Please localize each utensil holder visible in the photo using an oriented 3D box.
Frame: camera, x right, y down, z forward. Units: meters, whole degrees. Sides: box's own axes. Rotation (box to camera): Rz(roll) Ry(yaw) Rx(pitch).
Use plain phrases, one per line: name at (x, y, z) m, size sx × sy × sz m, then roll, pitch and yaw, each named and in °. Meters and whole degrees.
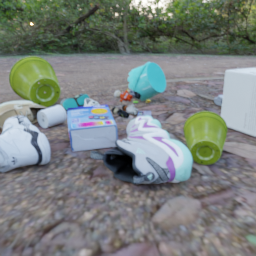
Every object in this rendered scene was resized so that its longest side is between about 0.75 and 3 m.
utensil holder at (-2.856, -0.409, 10.468) m, size 0.712 × 0.712 × 0.838 m, roll 14°, pitch 26°, yaw 35°

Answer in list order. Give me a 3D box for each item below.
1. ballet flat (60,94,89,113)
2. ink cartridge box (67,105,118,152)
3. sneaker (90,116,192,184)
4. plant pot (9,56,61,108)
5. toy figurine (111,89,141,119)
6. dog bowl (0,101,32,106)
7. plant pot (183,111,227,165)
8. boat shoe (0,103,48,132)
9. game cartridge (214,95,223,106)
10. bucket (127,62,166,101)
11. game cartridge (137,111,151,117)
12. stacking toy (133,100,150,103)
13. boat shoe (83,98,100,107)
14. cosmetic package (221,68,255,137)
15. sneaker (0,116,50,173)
ballet flat at (-2.500, -1.032, 12.584) m, size 0.747 × 0.747 × 2.011 m, roll 9°, pitch 19°, yaw 25°
ink cartridge box at (-1.229, -0.119, 9.084) m, size 1.423 × 0.796 × 2.086 m, roll -6°, pitch 24°, yaw -12°
sneaker at (0.000, 0.497, 7.053) m, size 2.055 × 1.142 × 2.937 m, roll -7°, pitch 19°, yaw -22°
plant pot at (-4.241, -2.025, 13.317) m, size 2.269 × 2.269 × 2.185 m, roll -11°, pitch 31°, yaw -30°
toy figurine at (-0.098, -1.022, 11.539) m, size 0.794 × 1.142 × 1.124 m, roll 20°, pitch 25°, yaw 26°
dog bowl at (-4.621, -0.744, 11.700) m, size 1.325 × 0.522 × 1.325 m, roll 0°, pitch 19°, yaw 0°
plant pot at (2.108, 0.365, 7.655) m, size 1.236 × 1.236 × 1.191 m, roll 4°, pitch 31°, yaw 12°
boat shoe at (-3.897, -0.467, 10.269) m, size 0.831 × 0.917 × 2.574 m, roll 6°, pitch 18°, yaw 17°
game cartridge at (5.510, -1.108, 12.884) m, size 1.733 × 0.541 × 2.603 m, roll -4°, pitch 19°, yaw -26°
bucket at (0.966, -2.329, 13.957) m, size 1.181 × 1.815 × 1.815 m, roll -18°, pitch 4°, yaw 40°
game cartridge at (0.677, -0.545, 11.689) m, size 0.562 × 0.166 × 0.867 m, roll 3°, pitch 19°, yaw 3°
stacking toy at (0.652, -1.544, 14.032) m, size 0.857 × 0.201 × 0.646 m, roll -2°, pitch 57°, yaw -6°
boat shoe at (-1.453, -0.841, 11.830) m, size 0.665 × 0.607 × 1.849 m, roll -7°, pitch 21°, yaw -20°
cosmetic package at (4.896, -0.883, 9.629) m, size 2.106 × 2.093 × 2.516 m, roll -10°, pitch 20°, yaw -27°
sneaker at (-3.320, 0.376, 7.623) m, size 1.514 × 0.990 × 2.635 m, roll -12°, pitch 25°, yaw -38°
